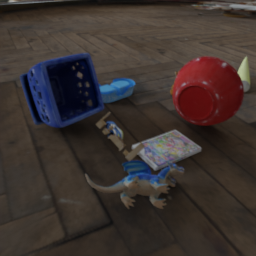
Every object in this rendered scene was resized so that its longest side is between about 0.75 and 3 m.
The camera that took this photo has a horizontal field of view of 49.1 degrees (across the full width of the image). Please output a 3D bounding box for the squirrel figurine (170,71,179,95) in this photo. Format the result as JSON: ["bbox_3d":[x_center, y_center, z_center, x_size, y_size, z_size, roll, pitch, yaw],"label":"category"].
[{"bbox_3d":[2.562,-2.057,13.452,0.988,1.303,1.397,8,34,8],"label":"squirrel figurine"}]

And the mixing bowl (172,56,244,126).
[{"bbox_3d":[2.749,-1.151,10.552,2.767,2.767,1.499,18,32,26],"label":"mixing bowl"}]

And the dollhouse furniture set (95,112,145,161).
[{"bbox_3d":[-0.249,0.263,9.459,0.725,1.639,0.849,-43,-3,-1],"label":"dollhouse furniture set"}]

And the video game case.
[{"bbox_3d":[1.368,0.740,10.028,2.032,0.183,1.455,-18,36,-27],"label":"video game case"}]

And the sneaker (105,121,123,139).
[{"bbox_3d":[-0.639,0.103,10.843,0.473,0.425,1.150,-19,36,-24],"label":"sneaker"}]

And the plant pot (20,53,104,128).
[{"bbox_3d":[-2.692,-1.416,11.041,2.152,2.394,2.394,-4,16,42],"label":"plant pot"}]

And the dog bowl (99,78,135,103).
[{"bbox_3d":[-0.696,-1.836,13.830,2.288,0.567,1.275,-24,39,-32],"label":"dog bowl"}]

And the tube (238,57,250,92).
[{"bbox_3d":[6.188,-2.852,15.059,0.806,0.721,2.778,-30,19,36],"label":"tube"}]

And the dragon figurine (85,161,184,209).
[{"bbox_3d":[0.247,1.486,7.832,2.938,0.865,1.460,4,17,-10],"label":"dragon figurine"}]
